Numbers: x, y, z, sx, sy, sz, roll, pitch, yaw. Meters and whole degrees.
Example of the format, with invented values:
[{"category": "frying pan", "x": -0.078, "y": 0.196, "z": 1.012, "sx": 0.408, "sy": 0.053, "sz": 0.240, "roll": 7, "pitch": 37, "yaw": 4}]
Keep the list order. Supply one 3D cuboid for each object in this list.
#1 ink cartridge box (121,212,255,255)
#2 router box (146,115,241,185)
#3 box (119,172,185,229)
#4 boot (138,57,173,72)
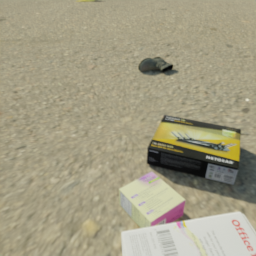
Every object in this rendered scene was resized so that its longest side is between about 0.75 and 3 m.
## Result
[{"category": "ink cartridge box", "x": 1.229, "y": 2.623, "z": 4.899, "sx": 2.444, "sy": 1.034, "sz": 1.766, "roll": -7, "pitch": 35, "yaw": -8}, {"category": "router box", "x": 1.989, "y": 0.541, "z": 8.319, "sx": 2.462, "sy": 0.643, "sz": 1.936, "roll": 12, "pitch": 35, "yaw": 16}, {"category": "box", "x": 0.535, "y": 1.759, "z": 6.600, "sx": 1.041, "sy": 0.572, "sz": 1.184, "roll": -23, "pitch": 41, "yaw": -30}, {"category": "boot", "x": 1.388, "y": -3.048, "z": 13.801, "sx": 1.617, "sy": 0.547, "sz": 1.056, "roll": -24, "pitch": 46, "yaw": -29}]
